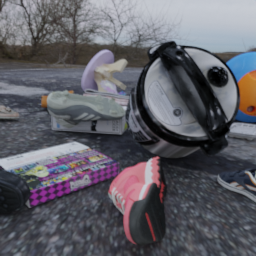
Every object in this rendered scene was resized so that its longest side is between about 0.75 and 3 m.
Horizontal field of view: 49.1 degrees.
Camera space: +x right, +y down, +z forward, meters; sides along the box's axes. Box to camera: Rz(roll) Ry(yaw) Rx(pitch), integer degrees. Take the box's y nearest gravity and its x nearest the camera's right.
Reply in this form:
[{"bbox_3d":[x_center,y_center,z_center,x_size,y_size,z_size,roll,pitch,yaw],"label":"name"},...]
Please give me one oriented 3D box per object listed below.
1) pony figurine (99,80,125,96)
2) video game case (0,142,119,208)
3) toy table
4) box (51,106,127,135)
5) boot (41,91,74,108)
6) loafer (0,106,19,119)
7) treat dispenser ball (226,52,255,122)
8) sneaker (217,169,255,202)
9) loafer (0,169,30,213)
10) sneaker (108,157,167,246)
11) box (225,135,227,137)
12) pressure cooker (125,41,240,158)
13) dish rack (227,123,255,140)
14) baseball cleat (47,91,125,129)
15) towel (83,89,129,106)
[{"bbox_3d":[-0.808,-1.592,15.046,1.731,1.493,1.793,15,20,-13],"label":"pony figurine"},{"bbox_3d":[-1.778,1.003,6.989,2.348,0.420,2.128,-13,20,-40],"label":"video game case"},{"bbox_3d":[-1.299,-2.957,16.036,1.592,2.718,2.498,33,14,32],"label":"toy table"},{"bbox_3d":[-1.422,-0.406,11.151,2.801,0.842,1.634,3,14,10],"label":"box"},{"bbox_3d":[-3.862,-1.511,15.373,1.741,0.860,2.242,0,28,-13],"label":"boot"},{"bbox_3d":[-5.838,-0.735,12.579,2.051,0.645,0.737,2,2,18],"label":"loafer"},{"bbox_3d":[5.315,-1.730,12.134,2.993,2.993,2.993,0,16,0],"label":"treat dispenser ball"},{"bbox_3d":[2.629,1.150,6.132,0.604,0.611,1.539,-7,15,-28],"label":"sneaker"},{"bbox_3d":[-3.127,1.028,5.820,2.896,0.983,1.017,4,25,25],"label":"loafer"},{"bbox_3d":[0.113,1.374,5.291,1.105,0.939,2.547,-12,10,13],"label":"sneaker"},{"bbox_3d":[2.105,-0.563,9.714,2.570,2.004,0.529,8,43,26],"label":"box"},{"bbox_3d":[1.341,-0.661,7.234,2.577,2.617,2.930,20,-16,-2],"label":"pressure cooker"},{"bbox_3d":[4.278,0.141,10.305,1.132,0.287,1.319,11,20,37],"label":"dish rack"},{"bbox_3d":[-1.504,-0.544,9.969,2.703,1.439,0.943,14,44,-3],"label":"baseball cleat"},{"bbox_3d":[-0.448,-1.123,12.722,2.830,0.456,2.703,9,-4,3],"label":"towel"}]
